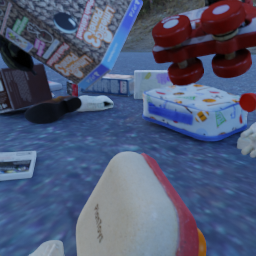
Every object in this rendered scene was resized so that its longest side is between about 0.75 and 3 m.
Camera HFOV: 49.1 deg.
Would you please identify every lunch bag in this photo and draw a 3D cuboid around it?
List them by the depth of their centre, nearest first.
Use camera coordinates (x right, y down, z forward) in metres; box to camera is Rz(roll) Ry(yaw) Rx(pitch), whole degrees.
[{"bbox_3d":[1.845,-0.536,8.286,2.307,1.088,2.879,-18,27,-38],"label":"lunch bag"}]

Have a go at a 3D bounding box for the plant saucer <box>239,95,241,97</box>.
[{"bbox_3d":[4.923,-1.219,11.689,0.960,0.173,0.960,0,18,0],"label":"plant saucer"}]

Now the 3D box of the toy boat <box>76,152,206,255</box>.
[{"bbox_3d":[0.269,1.208,3.182,1.396,1.394,2.136,27,11,-19],"label":"toy boat"}]

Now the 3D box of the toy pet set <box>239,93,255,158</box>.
[{"bbox_3d":[2.762,0.470,3.769,1.158,2.036,2.181,-22,27,-30],"label":"toy pet set"}]

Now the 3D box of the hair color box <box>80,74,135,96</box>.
[{"bbox_3d":[-0.857,-2.096,13.336,2.589,0.784,1.295,9,21,25],"label":"hair color box"}]

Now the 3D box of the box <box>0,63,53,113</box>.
[{"bbox_3d":[-3.811,-1.373,9.756,1.365,1.351,1.645,-6,12,40],"label":"box"}]

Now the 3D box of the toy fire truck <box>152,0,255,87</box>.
[{"bbox_3d":[1.803,-2.255,6.491,2.547,1.428,2.139,-6,46,28],"label":"toy fire truck"}]

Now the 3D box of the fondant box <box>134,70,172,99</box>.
[{"bbox_3d":[1.073,-1.844,11.980,1.616,1.166,0.471,0,19,0],"label":"fondant box"}]

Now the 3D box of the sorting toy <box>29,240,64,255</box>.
[{"bbox_3d":[-1.122,1.623,2.960,0.702,0.417,0.780,-5,19,11],"label":"sorting toy"}]

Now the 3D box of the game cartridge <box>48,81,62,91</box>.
[{"bbox_3d":[-4.268,-2.118,14.184,1.657,0.339,1.103,15,28,38],"label":"game cartridge"}]

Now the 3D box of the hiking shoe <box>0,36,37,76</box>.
[{"bbox_3d":[-3.140,-2.465,7.324,1.216,2.415,0.914,26,66,33],"label":"hiking shoe"}]

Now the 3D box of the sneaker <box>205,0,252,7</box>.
[{"bbox_3d":[2.579,-3.536,7.607,0.993,1.373,2.810,32,5,32],"label":"sneaker"}]

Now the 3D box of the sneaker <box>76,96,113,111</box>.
[{"bbox_3d":[-1.226,-0.884,10.124,1.554,0.546,0.622,-12,25,-34],"label":"sneaker"}]

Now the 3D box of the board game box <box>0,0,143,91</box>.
[{"bbox_3d":[-1.364,-2.550,6.066,2.692,2.146,1.303,32,-27,-22],"label":"board game box"}]

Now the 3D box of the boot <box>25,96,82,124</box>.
[{"bbox_3d":[-2.790,-0.757,9.582,1.881,0.684,1.998,-29,24,-27],"label":"boot"}]

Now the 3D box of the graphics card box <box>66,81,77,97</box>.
[{"bbox_3d":[-2.552,-1.771,12.700,0.231,0.570,0.908,-9,20,-28],"label":"graphics card box"}]

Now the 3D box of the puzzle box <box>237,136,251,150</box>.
[{"bbox_3d":[3.798,0.420,6.674,1.974,0.251,1.313,15,24,37],"label":"puzzle box"}]

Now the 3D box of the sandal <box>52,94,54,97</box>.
[{"bbox_3d":[-4.346,-1.673,12.267,2.284,0.655,0.875,3,19,10],"label":"sandal"}]

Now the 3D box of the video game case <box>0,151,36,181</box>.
[{"bbox_3d":[-2.574,0.783,5.785,1.221,0.143,1.110,-3,18,-12],"label":"video game case"}]
